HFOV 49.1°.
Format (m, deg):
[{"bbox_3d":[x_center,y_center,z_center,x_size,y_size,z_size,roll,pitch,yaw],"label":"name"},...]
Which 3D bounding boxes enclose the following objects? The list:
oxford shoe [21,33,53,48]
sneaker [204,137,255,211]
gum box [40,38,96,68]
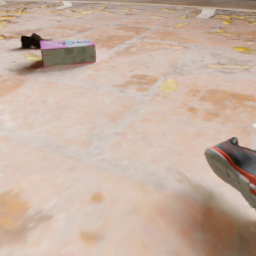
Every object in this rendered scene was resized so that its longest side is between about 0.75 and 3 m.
[{"bbox_3d":[-4.776,-4.618,14.735,1.759,0.742,0.639,-1,30,-5],"label":"oxford shoe"},{"bbox_3d":[2.500,0.902,5.129,0.984,0.926,2.404,-35,47,-8],"label":"sneaker"},{"bbox_3d":[-2.677,-3.475,12.761,2.472,0.817,1.403,-9,33,-14],"label":"gum box"}]
